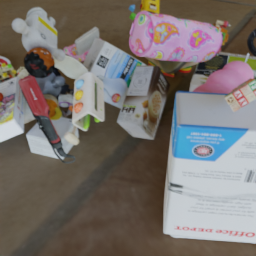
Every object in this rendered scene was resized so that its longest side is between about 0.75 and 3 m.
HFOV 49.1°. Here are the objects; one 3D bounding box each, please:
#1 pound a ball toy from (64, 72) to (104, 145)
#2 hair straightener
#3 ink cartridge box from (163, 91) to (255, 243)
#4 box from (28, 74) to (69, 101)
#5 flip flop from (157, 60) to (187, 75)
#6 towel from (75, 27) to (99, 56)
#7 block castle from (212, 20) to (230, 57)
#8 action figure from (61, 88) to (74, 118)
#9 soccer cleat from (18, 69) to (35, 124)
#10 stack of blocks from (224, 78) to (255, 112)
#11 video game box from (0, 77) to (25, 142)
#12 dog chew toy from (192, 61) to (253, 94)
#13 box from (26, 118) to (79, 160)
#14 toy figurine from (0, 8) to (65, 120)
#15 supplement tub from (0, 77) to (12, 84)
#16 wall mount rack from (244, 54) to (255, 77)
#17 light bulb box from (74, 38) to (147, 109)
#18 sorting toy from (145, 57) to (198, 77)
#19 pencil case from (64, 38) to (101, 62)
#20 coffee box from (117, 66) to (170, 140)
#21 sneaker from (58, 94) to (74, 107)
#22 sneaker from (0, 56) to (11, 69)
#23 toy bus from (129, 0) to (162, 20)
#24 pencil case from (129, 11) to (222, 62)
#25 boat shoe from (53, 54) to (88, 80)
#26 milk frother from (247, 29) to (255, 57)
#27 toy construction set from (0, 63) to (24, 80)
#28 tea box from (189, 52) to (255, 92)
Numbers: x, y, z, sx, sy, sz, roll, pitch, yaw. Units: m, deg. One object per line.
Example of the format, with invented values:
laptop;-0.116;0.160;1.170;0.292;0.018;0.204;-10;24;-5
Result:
pound a ball toy;-1.138;-0.489;6.654;0.995;0.648;1.526;-28;47;28
hair straightener;-1.949;-0.123;6.857;0.477;0.898;2.334;-31;81;-20
ink cartridge box;1.781;0.843;5.358;2.054;2.814;1.186;4;37;4
box;-2.522;-1.298;8.721;0.940;0.592;0.956;32;18;8
flip flop;1.263;-2.901;9.855;0.789;1.112;2.742;24;36;-40
towel;-1.276;-2.706;8.761;0.926;0.614;0.160;-41;69;-21
block castle;2.595;-2.583;8.118;0.439;0.935;0.625;14;3;-1
action figure;-1.781;-0.824;9.265;1.437;0.777;1.485;-19;29;-33
soccer cleat;-3.240;-1.108;9.321;0.997;0.891;2.571;-12;47;2
stack of blocks;1.736;-0.514;4.242;0.475;0.241;0.824;-34;-1;23
video game box;-4.162;-0.267;7.955;2.487;0.582;2.266;-22;40;2
dog chew toy;2.093;-0.749;6.158;1.120;1.120;1.798;31;72;33
box;-2.075;0.232;7.820;1.021;0.667;1.015;12;40;14
toy figurine;-2.871;-1.337;6.631;2.707;2.750;1.913;0;58;-14
supplement tub;-4.477;-1.196;9.563;0.729;0.729;1.364;32;48;33
wall mount rack;3.366;-1.645;7.443;0.995;0.371;0.865;19;36;25
light bulb box;-0.548;-1.649;8.729;1.630;1.615;1.017;22;13;-30
sorting toy;1.770;-2.681;11.530;1.649;0.574;1.639;-20;43;-23
pencil case;-1.924;-3.413;12.310;0.795;0.795;1.818;30;47;32
coffee box;0.475;-0.717;7.890;0.723;1.037;1.814;8;70;31
sneaker;-1.662;-0.852;8.558;0.940;0.352;0.468;6;50;-28
sneaker;-5.756;-2.691;11.562;1.570;0.559;0.883;16;38;16
toy bus;0.740;-3.876;9.385;1.137;0.623;1.205;-41;90;-21
pencil case;1.045;-1.908;6.024;2.106;0.921;0.921;-8;37;-35
boat shoe;-1.706;-1.733;7.458;1.467;0.527;0.437;22;24;-1
milk frother;5.477;-2.732;10.238;2.062;2.285;2.150;23;44;27
toy construction set;-4.428;-1.942;10.565;1.605;0.739;1.053;17;40;36
tea box;3.227;-0.887;8.281;2.675;1.787;2.631;13;40;16
